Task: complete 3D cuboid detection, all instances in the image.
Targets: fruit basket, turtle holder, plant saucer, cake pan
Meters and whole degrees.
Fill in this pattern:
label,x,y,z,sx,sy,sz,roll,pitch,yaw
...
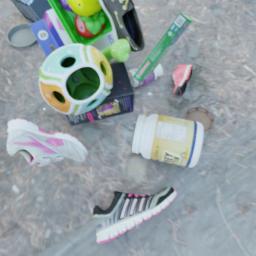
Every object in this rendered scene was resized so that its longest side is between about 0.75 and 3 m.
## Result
label,x,y,z,sx,sy,sz,roll,pitch,yaw
fruit basket,-1.543,-4.038,9.181,1.881,2.608,2.608,-28,63,12
turtle holder,-1.207,-1.423,8.155,2.682,2.038,1.904,-10,17,-18
plant saucer,2.645,-0.267,10.472,1.111,0.191,1.111,0,61,0
cake pan,-4.646,-4.071,12.464,1.431,0.262,1.431,0,62,0

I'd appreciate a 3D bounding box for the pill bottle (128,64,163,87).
label,x,y,z,sx,sy,sz,roll,pitch,yaw
pill bottle,0.707,-2.142,11.181,1.279,0.718,0.718,-21,64,-11

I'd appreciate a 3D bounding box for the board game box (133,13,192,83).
label,x,y,z,sx,sy,sz,roll,pitch,yaw
board game box,0.915,-2.075,7.300,0.274,1.885,1.268,39,25,0

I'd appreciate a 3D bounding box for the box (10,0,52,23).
label,x,y,z,sx,sy,sz,roll,pitch,yaw
box,-3.730,-5.576,12.064,1.853,1.337,2.497,-48,51,-8

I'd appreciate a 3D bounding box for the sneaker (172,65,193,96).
label,x,y,z,sx,sy,sz,roll,pitch,yaw
sneaker,2.043,-1.919,11.224,0.712,0.605,1.641,16,57,21

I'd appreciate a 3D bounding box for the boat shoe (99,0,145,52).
label,x,y,z,sx,sy,sz,roll,pitch,yaw
boat shoe,-0.162,-3.559,8.434,0.830,2.755,0.982,12,51,33

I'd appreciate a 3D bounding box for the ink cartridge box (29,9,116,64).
label,x,y,z,sx,sy,sz,roll,pitch,yaw
ink cartridge box,-1.995,-3.553,11.236,2.904,0.629,2.851,-30,94,-12

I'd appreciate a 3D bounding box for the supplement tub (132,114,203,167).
label,x,y,z,sx,sy,sz,roll,pitch,yaw
supplement tub,1.288,0.387,9.353,2.137,1.543,1.543,11,62,6

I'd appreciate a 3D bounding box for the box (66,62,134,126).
label,x,y,z,sx,sy,sz,roll,pitch,yaw
box,-1.155,-1.252,10.345,2.504,1.328,1.531,-13,63,-8

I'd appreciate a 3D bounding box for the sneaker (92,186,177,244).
label,x,y,z,sx,sy,sz,roll,pitch,yaw
sneaker,0.124,2.343,8.579,2.817,1.039,1.232,-27,71,-8

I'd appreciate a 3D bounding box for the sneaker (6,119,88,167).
label,x,y,z,sx,sy,sz,roll,pitch,yaw
sneaker,-1.964,0.545,6.707,2.022,0.822,0.892,20,65,-22
